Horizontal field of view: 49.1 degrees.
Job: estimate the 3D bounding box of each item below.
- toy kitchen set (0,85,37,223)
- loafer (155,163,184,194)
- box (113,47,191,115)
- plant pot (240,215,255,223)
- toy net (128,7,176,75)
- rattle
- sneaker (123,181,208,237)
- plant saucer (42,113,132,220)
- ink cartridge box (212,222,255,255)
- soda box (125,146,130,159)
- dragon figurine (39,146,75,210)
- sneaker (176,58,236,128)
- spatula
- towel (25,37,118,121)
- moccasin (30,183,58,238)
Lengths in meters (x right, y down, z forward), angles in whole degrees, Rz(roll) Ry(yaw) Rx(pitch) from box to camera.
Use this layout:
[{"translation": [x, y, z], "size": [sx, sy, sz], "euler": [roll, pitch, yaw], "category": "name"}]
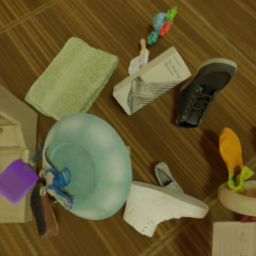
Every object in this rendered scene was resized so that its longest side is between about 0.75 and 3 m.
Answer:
[{"translation": [-3.807, 0.781, 6.602], "size": [2.414, 2.670, 2.959], "euler": [-2, 76, 1], "category": "toy kitchen set"}, {"translation": [1.086, 1.546, 7.463], "size": [0.455, 0.454, 1.302], "euler": [-35, 81, 22], "category": "loafer"}, {"translation": [0.640, -1.317, 7.971], "size": [2.098, 0.717, 0.862], "euler": [-33, 110, 17], "category": "box"}, {"translation": [3.587, 2.653, 6.618], "size": [1.589, 1.422, 1.589], "euler": [0, 69, 1], "category": "plant pot"}, {"translation": [0.813, -2.634, 8.879], "size": [0.459, 1.246, 2.375], "euler": [27, 89, -33], "category": "toy net"}, {"translation": [3.318, 1.156, 6.274], "size": [1.814, 2.786, 1.990], "euler": [13, 89, -14], "category": "rattle"}, {"translation": [0.867, 2.162, 6.977], "size": [2.083, 0.768, 1.204], "euler": [11, 90, 26], "category": "sneaker"}, {"translation": [-1.233, 1.027, 6.859], "size": [2.759, 0.531, 2.759], "euler": [5, 100, 27], "category": "plant saucer"}, {"translation": [2.129, 2.727, 5.215], "size": [0.640, 2.243, 1.823], "euler": [11, 70, -3], "category": "ink cartridge box"}, {"translation": [-0.933, 0.827, 7.501], "size": [1.930, 0.618, 0.654], "euler": [1, 81, -11], "category": "soda box"}, {"translation": [-1.640, 1.180, 6.517], "size": [0.741, 0.438, 1.490], "euler": [2, 73, -35], "category": "dragon figurine"}, {"translation": [2.047, -0.798, 7.497], "size": [0.903, 2.416, 1.283], "euler": [16, 71, -7], "category": "sneaker"}, {"translation": [-2.393, 0.677, 7.560], "size": [0.812, 0.295, 2.874], "euler": [45, 46, -17], "category": "spatula"}, {"translation": [-1.708, -1.465, 8.579], "size": [2.015, 0.495, 2.716], "euler": [29, 74, 17], "category": "towel"}, {"translation": [-2.026, 1.987, 6.880], "size": [0.503, 0.531, 1.376], "euler": [-45, 55, 18], "category": "moccasin"}]
